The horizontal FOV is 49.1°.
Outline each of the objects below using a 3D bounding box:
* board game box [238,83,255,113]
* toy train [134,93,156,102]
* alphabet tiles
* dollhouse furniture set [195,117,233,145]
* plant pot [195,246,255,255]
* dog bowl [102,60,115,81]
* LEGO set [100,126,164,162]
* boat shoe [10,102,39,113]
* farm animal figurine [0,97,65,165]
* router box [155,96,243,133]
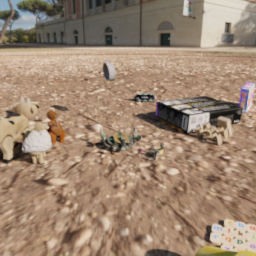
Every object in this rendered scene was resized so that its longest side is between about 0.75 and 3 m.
[{"bbox_3d":[5.471,-1.415,12.932,0.360,1.080,1.606,12,23,29],"label":"board game box"},{"bbox_3d":[0.876,-1.563,14.350,1.098,0.468,0.626,2,7,12],"label":"toy train"},{"bbox_3d":[1.988,2.005,4.983,1.000,0.073,0.978,8,22,20],"label":"alphabet tiles"},{"bbox_3d":[3.024,0.181,9.565,1.023,0.666,0.940,-34,32,-22],"label":"dollhouse furniture set"},{"bbox_3d":[1.354,2.047,3.733,0.963,0.963,0.906,-13,9,-33],"label":"plant pot"},{"bbox_3d":[-0.748,-2.162,10.683,0.235,0.802,0.802,-17,25,-21],"label":"dog bowl"},{"bbox_3d":[0.012,0.553,8.565,1.391,0.607,2.142,-21,42,-41],"label":"LEGO set"},{"bbox_3d":[-4.558,-0.902,12.456,0.470,0.469,1.271,25,30,37],"label":"boat shoe"},{"bbox_3d":[-3.577,-0.128,8.661,2.998,1.563,2.965,1,20,2],"label":"farm animal figurine"},{"bbox_3d":[2.781,-0.624,11.135,2.756,0.704,2.055,-9,23,-28],"label":"router box"}]
